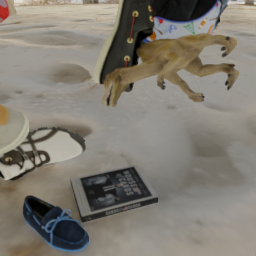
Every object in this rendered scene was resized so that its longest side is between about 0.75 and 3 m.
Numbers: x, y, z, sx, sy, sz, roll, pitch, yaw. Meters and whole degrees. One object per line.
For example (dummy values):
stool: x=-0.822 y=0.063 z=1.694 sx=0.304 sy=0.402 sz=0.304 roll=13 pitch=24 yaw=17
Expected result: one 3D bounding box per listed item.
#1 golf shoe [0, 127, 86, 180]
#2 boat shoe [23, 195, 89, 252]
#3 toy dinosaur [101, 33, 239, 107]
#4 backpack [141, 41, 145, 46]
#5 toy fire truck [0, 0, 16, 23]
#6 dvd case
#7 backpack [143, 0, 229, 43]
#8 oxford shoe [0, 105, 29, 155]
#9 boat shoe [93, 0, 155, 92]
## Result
golf shoe: x=-2.031 y=0.614 z=5.671 sx=2.336 sy=0.908 sz=1.104 roll=-3 pitch=44 yaw=0
boat shoe: x=-1.199 y=1.459 z=4.320 sx=1.318 sy=0.453 sz=0.555 roll=14 pitch=31 yaw=24
toy dinosaur: x=0.863 y=-1.102 z=4.071 sx=2.787 sy=0.811 sz=1.409 roll=-34 pitch=46 yaw=-31
backpack: x=-0.004 y=-4.507 z=14.590 sx=1.872 sy=1.185 sz=1.562 roll=10 pitch=20 yaw=11
toy fire truck: x=-1.712 y=-1.844 z=3.436 sx=0.464 sy=1.342 sz=1.904 roll=-18 pitch=70 yaw=1
dvd case: x=-0.284 y=1.158 z=5.181 sx=1.386 sy=0.171 sz=1.041 roll=-10 pitch=31 yaw=-17
backpack: x=1.325 y=-3.234 z=7.665 sx=2.669 sy=2.056 sz=2.543 roll=20 pitch=54 yaw=23
oxford shoe: x=-3.232 y=0.353 z=5.007 sx=2.934 sy=0.847 sz=1.103 roll=-26 pitch=56 yaw=5
boat shoe: x=0.102 y=-1.553 z=4.210 sx=0.640 sy=2.042 sz=0.747 roll=20 pitch=7 yaw=8
